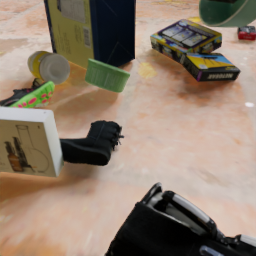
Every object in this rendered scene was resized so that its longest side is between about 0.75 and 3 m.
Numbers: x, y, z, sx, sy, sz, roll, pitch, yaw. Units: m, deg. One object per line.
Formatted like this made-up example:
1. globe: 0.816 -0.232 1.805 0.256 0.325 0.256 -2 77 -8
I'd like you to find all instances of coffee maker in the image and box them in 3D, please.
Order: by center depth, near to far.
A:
1. coffee maker: 0.815 2.031 3.752 2.036 1.371 1.956 23 68 28

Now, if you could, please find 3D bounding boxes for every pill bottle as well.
1. pill bottle: -2.609 -1.966 8.912 0.930 0.930 1.671 -24 32 -28

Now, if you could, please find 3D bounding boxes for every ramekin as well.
1. ramekin: -0.639 -1.519 8.295 1.305 0.638 1.305 18 13 -4

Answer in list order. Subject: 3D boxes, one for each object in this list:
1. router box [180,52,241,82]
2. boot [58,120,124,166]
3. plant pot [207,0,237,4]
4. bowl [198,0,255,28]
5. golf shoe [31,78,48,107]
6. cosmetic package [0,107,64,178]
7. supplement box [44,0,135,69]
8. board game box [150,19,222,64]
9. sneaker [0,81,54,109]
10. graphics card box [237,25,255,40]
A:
1. router box: 2.681 -2.022 9.204 1.597 0.408 1.191 -7 46 -24
2. boot: -0.906 0.251 6.464 1.503 0.556 1.232 9 37 9
3. plant pot: 2.201 -4.015 6.776 1.693 1.502 1.689 13 19 -32
4. bowl: 4.117 -4.894 10.374 1.455 2.781 2.781 12 31 -28
5. golf shoe: -2.612 -1.004 8.246 0.557 0.488 1.265 9 40 -17
6. cosmetic package: -2.324 0.280 5.628 1.835 1.384 0.474 4 33 10
7. supplement box: -1.333 -3.742 9.830 2.709 2.712 1.821 29 46 32
8. board game box: 2.176 -3.339 10.768 1.768 0.607 2.139 -30 45 -16
9. sneaker: -2.595 -0.868 7.319 0.696 0.638 1.662 32 41 15
10. graphics card box: 5.286 -4.262 12.492 0.736 0.298 1.173 8 40 11
